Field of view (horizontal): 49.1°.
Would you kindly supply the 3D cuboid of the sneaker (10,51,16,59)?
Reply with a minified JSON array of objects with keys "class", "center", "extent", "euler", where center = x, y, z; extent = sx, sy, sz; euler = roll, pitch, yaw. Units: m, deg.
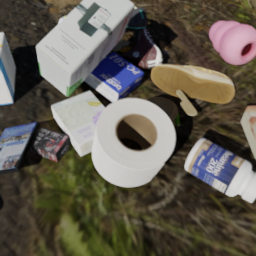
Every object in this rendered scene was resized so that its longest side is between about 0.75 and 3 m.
[{"class":"sneaker","center":[-4.914,-2.780,11.021],"extent":[0.381,0.349,0.895],"euler":[29,44,34]}]

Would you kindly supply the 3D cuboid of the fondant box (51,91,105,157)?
[{"class":"fondant box","center":[-1.268,-0.195,8.363],"extent":[1.362,0.550,1.888],"euler":[-25,53,-23]}]

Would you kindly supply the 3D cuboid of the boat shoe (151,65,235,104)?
[{"class":"boat shoe","center":[2.173,-1.581,9.468],"extent":[2.779,1.025,0.961],"euler":[19,38,11]}]

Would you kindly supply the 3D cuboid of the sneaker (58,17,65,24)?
[{"class":"sneaker","center":[-2.194,-3.562,11.223],"extent":[2.791,1.057,1.466],"euler":[33,55,27]}]

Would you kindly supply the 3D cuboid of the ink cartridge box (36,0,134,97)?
[{"class":"ink cartridge box","center":[-1.237,-2.482,8.100],"extent":[1.152,2.032,2.772],"euler":[40,73,-4]}]

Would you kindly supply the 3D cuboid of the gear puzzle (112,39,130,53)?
[{"class":"gear puzzle","center":[-0.346,-3.257,11.268],"extent":[0.807,0.204,1.557],"euler":[-33,38,-15]}]

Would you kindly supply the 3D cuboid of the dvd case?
[{"class":"dvd case","center":[-3.189,0.557,7.658],"extent":[1.196,0.147,1.676],"euler":[-10,43,19]}]

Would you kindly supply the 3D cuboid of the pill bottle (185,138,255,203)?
[{"class":"pill bottle","center":[2.366,1.054,6.876],"extent":[1.746,0.969,0.969],"euler":[30,53,25]}]

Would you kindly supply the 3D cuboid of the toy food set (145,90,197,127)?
[{"class":"toy food set","center":[0.834,-0.383,8.703],"extent":[2.257,0.453,1.558],"euler":[-15,41,-2]}]

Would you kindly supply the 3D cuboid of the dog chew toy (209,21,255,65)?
[{"class":"dog chew toy","center":[3.992,-3.451,10.944],"extent":[1.473,1.473,2.366],"euler":[-13,40,-12]}]

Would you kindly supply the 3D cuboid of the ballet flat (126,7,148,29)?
[{"class":"ballet flat","center":[-0.138,-4.558,11.600],"extent":[0.988,0.988,2.706],"euler":[-28,28,-24]}]

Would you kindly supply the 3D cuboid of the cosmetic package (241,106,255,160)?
[{"class":"cosmetic package","center":[3.888,0.159,7.915],"extent":[0.841,0.709,1.626],"euler":[-1,46,-1]}]

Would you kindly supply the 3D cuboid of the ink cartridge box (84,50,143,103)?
[{"class":"ink cartridge box","center":[-1.053,-2.177,9.680],"extent":[2.947,0.651,1.385],"euler":[38,58,13]}]

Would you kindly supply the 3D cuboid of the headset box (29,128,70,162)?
[{"class":"headset box","center":[-2.151,0.477,7.845],"extent":[0.989,0.371,0.735],"euler":[16,49,15]}]

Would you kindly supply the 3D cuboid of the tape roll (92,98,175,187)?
[{"class":"tape roll","center":[0.078,0.388,6.957],"extent":[1.896,1.302,1.896],"euler":[6,61,-10]}]

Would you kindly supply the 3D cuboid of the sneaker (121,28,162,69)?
[{"class":"sneaker","center":[0.295,-3.109,10.927],"extent":[1.378,0.903,2.386],"euler":[-16,49,-11]}]

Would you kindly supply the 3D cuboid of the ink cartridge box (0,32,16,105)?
[{"class":"ink cartridge box","center":[-4.784,-2.034,9.446],"extent":[1.542,1.502,2.399],"euler":[-9,47,-8]}]
